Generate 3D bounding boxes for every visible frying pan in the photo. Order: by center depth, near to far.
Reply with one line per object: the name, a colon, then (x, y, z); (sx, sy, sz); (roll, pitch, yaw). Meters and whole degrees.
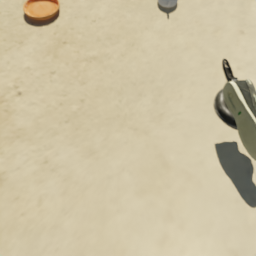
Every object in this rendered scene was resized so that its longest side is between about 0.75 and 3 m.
frying pan: (3.837, -1.230, 9.355); (1.695, 0.456, 2.801); (16, 64, 9)

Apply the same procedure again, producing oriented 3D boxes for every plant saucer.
plant saucer: (-3.576, -4.975, 11.631); (1.502, 0.281, 1.502); (0, 59, 1)

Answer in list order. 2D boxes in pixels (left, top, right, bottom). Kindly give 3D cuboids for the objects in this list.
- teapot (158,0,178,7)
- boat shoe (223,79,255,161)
teapot: (1.690, -5.591, 11.751); (0.948, 0.702, 0.961); (-40, 68, -21)
boat shoe: (3.397, -0.236, 7.617); (0.800, 0.849, 2.365); (-11, 75, -16)
